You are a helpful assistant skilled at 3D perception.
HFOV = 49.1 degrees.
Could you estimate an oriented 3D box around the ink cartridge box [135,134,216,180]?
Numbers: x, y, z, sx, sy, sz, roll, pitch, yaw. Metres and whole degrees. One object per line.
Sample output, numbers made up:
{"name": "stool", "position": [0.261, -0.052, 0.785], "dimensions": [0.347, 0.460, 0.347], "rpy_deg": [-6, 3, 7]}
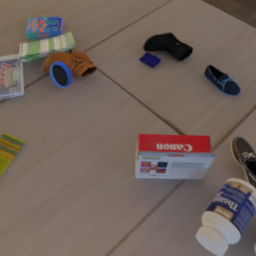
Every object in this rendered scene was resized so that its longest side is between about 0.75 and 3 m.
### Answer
{"name": "ink cartridge box", "position": [1.546, 0.925, 9.831], "dimensions": [2.529, 2.220, 1.060], "rpy_deg": [2, 59, 0]}

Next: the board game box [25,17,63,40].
{"name": "board game box", "position": [-4.520, -5.428, 15.184], "dimensions": [1.822, 0.410, 1.386], "rpy_deg": [-5, 56, -3]}

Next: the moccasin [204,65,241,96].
{"name": "moccasin", "position": [4.275, -2.177, 12.838], "dimensions": [1.945, 0.663, 0.783], "rpy_deg": [38, 69, 23]}

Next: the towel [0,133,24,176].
{"name": "towel", "position": [-5.103, 1.313, 10.804], "dimensions": [1.042, 0.219, 2.422], "rpy_deg": [18, 58, 13]}

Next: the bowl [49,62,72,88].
{"name": "bowl", "position": [-3.049, -2.375, 12.626], "dimensions": [0.236, 1.204, 1.204], "rpy_deg": [-14, 50, 32]}

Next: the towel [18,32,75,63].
{"name": "towel", "position": [-4.049, -4.091, 13.950], "dimensions": [2.743, 0.321, 2.092], "rpy_deg": [-18, 38, -6]}

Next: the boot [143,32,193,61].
{"name": "boot", "position": [2.019, -3.946, 13.908], "dimensions": [2.059, 0.786, 1.730], "rpy_deg": [-26, 56, -28]}

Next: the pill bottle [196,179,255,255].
{"name": "pill bottle", "position": [3.220, 2.875, 9.101], "dimensions": [1.284, 1.284, 2.313], "rpy_deg": [35, 63, 21]}

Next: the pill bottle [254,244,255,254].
{"name": "pill bottle", "position": [5.206, 3.378, 8.739], "dimensions": [2.383, 1.348, 1.348], "rpy_deg": [-35, 63, -21]}

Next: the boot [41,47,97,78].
{"name": "boot", "position": [-2.780, -2.847, 13.318], "dimensions": [2.251, 0.863, 1.748], "rpy_deg": [-32, 65, -28]}

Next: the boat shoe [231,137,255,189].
{"name": "boat shoe", "position": [4.633, 1.260, 10.503], "dimensions": [0.884, 0.763, 2.434], "rpy_deg": [-8, 57, -6]}

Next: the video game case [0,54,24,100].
{"name": "video game case", "position": [-6.213, -2.366, 13.205], "dimensions": [2.416, 0.305, 2.651], "rpy_deg": [-12, 57, -7]}

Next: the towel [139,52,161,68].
{"name": "towel", "position": [1.092, -3.363, 13.939], "dimensions": [0.914, 0.226, 0.675], "rpy_deg": [35, 67, 23]}
